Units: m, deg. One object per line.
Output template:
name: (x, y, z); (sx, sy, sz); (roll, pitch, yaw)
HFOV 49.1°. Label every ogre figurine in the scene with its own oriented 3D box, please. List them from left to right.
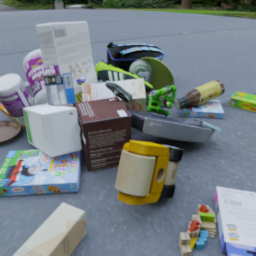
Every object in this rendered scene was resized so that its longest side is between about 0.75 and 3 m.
ogre figurine: (1.169, -0.942, 10.032); (0.888, 1.481, 0.727); (0, 73, -8)

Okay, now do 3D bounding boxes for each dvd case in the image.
dvd case: (2.777, -0.111, 9.909); (0.717, 0.108, 0.982); (23, 7, -8)

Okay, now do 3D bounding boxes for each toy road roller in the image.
toy road roller: (0.263, 1.038, 7.431); (1.687, 1.420, 2.311); (13, 2, 37)

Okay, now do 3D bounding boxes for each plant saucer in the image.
plant saucer: (-4.965, 0.226, 10.656); (1.697, 0.272, 1.697); (-1, 29, 0)
plant saucer: (0.582, -2.572, 12.931); (1.064, 1.064, 0.267); (0, 36, 1)
plant saucer: (1.228, -2.419, 13.243); (2.222, 2.222, 0.345); (18, 51, 28)

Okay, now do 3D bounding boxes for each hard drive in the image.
hard drive: (1.322, -0.064, 9.681); (2.873, 0.608, 1.938); (9, 8, -30)

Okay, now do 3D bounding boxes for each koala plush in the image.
koala plush: (0.146, -1.759, 13.042); (1.649, 1.462, 1.515); (16, 63, 24)

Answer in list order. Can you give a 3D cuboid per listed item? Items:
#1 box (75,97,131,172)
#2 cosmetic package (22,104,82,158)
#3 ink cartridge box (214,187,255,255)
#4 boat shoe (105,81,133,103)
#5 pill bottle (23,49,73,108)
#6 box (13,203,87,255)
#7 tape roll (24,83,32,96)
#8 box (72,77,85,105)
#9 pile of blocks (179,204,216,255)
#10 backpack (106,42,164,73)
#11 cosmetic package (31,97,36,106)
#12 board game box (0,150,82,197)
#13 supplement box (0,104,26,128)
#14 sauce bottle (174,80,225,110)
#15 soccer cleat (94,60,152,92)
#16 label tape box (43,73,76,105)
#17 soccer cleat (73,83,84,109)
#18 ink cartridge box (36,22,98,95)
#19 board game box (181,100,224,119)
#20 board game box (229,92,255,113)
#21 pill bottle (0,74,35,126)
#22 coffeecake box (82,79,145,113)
box: (-0.801, 0.175, 9.148); (1.491, 1.816, 1.507); (-10, 31, -15)
cosmetic package: (-2.563, -0.020, 9.253); (1.080, 1.370, 2.545); (-13, 13, -30)
ink cartridge box: (2.842, 2.352, 6.712); (1.307, 0.459, 2.190); (8, 28, 7)
boat shoe: (-0.325, -1.156, 9.057); (1.007, 0.367, 0.311); (30, 59, -9)
pill bottle: (-3.202, -1.702, 11.521); (1.583, 1.583, 2.820); (-15, 68, -25)
box: (-1.634, 2.527, 6.085); (0.654, 0.799, 1.682); (14, 34, 22)
tape roll: (-5.107, -1.766, 13.425); (1.698, 0.561, 1.698); (-12, 18, 4)
box: (-2.730, -2.157, 13.845); (2.157, 1.230, 2.345); (-2, 30, -4)
pile of blocks: (1.730, 2.359, 6.655); (0.670, 0.507, 1.631); (17, 34, 27)
backpack: (0.427, -3.586, 15.570); (2.998, 2.017, 2.737); (-7, 30, -11)
cosmetic package: (-4.262, -1.157, 12.849); (1.041, 0.454, 0.538); (-15, 25, -25)
board game box: (-2.665, 1.299, 8.590); (2.359, 0.432, 1.784); (-2, 29, -4)
supplement box: (-4.617, -0.558, 11.418); (1.341, 0.446, 0.461); (30, 65, 19)
sauce bottle: (3.103, -1.395, 12.297); (2.363, 0.765, 0.765); (-23, 35, -15)
soccer cleat: (-0.293, -1.960, 12.126); (2.863, 1.160, 0.967); (25, 8, 22)
label tape box: (-2.455, -1.279, 9.423); (1.397, 1.007, 0.442); (1, 14, 35)
soccer cleat: (-1.948, -1.082, 11.665); (0.680, 1.627, 0.526); (26, 26, 9)
ink cartridge box: (-2.173, -2.638, 10.620); (0.648, 2.553, 2.897); (-1, 20, 18)
board game box: (3.266, -0.889, 12.554); (1.766, 0.323, 1.336); (4, 29, 6)
board game box: (5.740, -1.132, 12.859); (1.870, 0.445, 0.950); (20, 35, 31)
pill bottle: (-4.047, -0.966, 10.240); (1.022, 1.821, 1.022); (-7, 45, 7)
coffeecake box: (-0.498, -1.070, 11.103); (2.322, 1.782, 0.848); (-6, 72, 2)
